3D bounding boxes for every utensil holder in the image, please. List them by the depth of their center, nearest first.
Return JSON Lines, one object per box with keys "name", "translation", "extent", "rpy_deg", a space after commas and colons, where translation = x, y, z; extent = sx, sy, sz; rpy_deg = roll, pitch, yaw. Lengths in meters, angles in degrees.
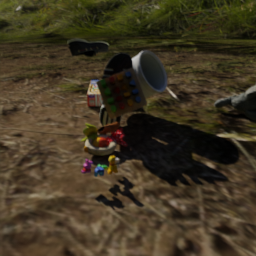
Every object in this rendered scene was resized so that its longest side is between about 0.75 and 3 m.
{"name": "utensil holder", "translation": [0.277, -1.934, 11.606], "extent": [2.065, 1.755, 1.755], "rpy_deg": [-21, 6, 39]}

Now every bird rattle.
{"name": "bird rattle", "translation": [-0.794, 0.507, 8.945], "extent": [1.518, 0.855, 1.238], "rpy_deg": [15, 32, 2]}

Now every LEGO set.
{"name": "LEGO set", "translation": [-0.582, 0.931, 7.225], "extent": [1.150, 0.472, 0.438], "rpy_deg": [-4, 18, -39]}

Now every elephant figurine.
{"name": "elephant figurine", "translation": [5.249, -1.085, 11.832], "extent": [2.334, 1.811, 1.652], "rpy_deg": [-20, 72, -19]}

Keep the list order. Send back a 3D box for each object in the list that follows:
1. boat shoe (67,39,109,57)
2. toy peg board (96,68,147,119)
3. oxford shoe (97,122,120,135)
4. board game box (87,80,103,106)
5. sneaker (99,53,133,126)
{"name": "boat shoe", "translation": [-1.513, -3.105, 11.116], "extent": [0.737, 0.631, 2.014], "rpy_deg": [-11, 3, 39]}
{"name": "toy peg board", "translation": [-0.227, -1.201, 9.411], "extent": [1.388, 1.394, 0.682], "rpy_deg": [-21, -2, 0]}
{"name": "oxford shoe", "translation": [-0.635, 0.001, 9.166], "extent": [0.805, 0.287, 0.287], "rpy_deg": [-26, 54, 7]}
{"name": "board game box", "translation": [-0.953, -1.834, 14.267], "extent": [2.082, 0.637, 2.749], "rpy_deg": [-1, 23, -2]}
{"name": "sneaker", "translation": [-0.460, -1.384, 10.683], "extent": [1.050, 2.775, 1.603], "rpy_deg": [15, 6, 3]}
